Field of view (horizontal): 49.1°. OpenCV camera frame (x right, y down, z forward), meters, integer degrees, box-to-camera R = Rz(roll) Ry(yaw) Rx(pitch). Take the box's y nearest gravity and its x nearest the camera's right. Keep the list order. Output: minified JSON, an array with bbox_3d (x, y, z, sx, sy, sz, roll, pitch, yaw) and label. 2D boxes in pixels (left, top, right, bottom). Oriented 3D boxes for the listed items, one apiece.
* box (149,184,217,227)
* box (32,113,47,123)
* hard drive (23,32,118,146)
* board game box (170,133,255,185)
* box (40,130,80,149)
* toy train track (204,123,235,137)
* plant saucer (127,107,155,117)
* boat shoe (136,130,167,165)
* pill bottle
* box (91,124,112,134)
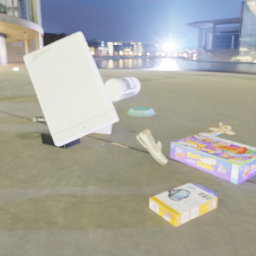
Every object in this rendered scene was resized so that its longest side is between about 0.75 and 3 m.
[{"bbox_3d":[1.402,1.794,6.796,1.559,0.323,0.928,-8,18,-34],"label":"box"},{"bbox_3d":[-4.198,-0.601,14.895,1.132,0.345,1.404,8,18,20],"label":"box"},{"bbox_3d":[-1.614,-1.108,7.757,1.804,2.736,0.365,-23,-12,1],"label":"hard drive"},{"bbox_3d":[2.958,0.903,9.319,1.751,0.583,2.604,-13,21,-38],"label":"board game box"},{"bbox_3d":[-2.696,0.400,11.187,1.275,0.503,0.900,9,21,31],"label":"box"},{"bbox_3d":[3.990,0.099,12.533,2.065,0.336,1.184,-16,22,-41],"label":"toy train track"},{"bbox_3d":[0.751,-0.986,16.316,1.624,0.292,1.624,0,16,0],"label":"plant saucer"},{"bbox_3d":[0.869,0.633,9.113,0.460,1.344,0.502,-42,14,7],"label":"boat shoe"},{"bbox_3d":[-0.370,-2.946,20.721,1.570,1.570,2.776,10,19,31],"label":"pill bottle"},{"bbox_3d":[-1.669,-0.322,11.500,1.195,0.978,2.516,7,0,21],"label":"box"}]
